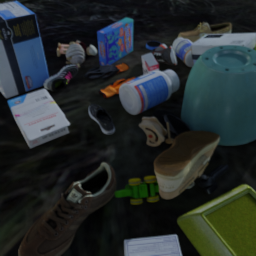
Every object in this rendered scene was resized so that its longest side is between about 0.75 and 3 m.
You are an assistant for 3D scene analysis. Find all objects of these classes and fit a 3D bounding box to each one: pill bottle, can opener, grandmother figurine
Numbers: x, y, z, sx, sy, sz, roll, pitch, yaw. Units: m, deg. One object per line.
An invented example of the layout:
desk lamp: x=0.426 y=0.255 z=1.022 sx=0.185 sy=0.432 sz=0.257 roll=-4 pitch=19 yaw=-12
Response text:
pill bottle: x=0.837 y=-1.390 z=10.304 sx=2.142 sy=1.202 sz=1.202 roll=-26 pitch=47 yaw=-27
can opener: x=2.395 y=1.357 z=7.851 sx=0.386 sy=0.479 sz=1.217 roll=-2 pitch=24 yaw=48
pill bottle: x=2.707 y=-3.572 z=13.026 sx=0.899 sy=0.899 sz=1.605 roll=-12 pitch=42 yaw=-13
grandmother figurine: x=-2.447 y=-3.780 z=13.581 sx=1.857 sy=0.562 sz=1.126 roll=4 pitch=69 yaw=0

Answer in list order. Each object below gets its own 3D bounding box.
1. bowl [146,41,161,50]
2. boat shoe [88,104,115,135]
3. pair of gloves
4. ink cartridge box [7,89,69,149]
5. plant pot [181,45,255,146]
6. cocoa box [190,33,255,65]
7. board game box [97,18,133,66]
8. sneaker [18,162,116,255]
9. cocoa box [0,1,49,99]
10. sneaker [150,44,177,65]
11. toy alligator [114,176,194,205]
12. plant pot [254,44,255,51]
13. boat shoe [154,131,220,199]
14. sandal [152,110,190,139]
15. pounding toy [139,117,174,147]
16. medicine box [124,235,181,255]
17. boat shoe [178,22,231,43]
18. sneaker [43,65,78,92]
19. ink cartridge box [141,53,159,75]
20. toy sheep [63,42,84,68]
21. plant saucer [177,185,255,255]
bowl: x=1.307 y=-4.219 z=14.323 sx=0.795 sy=0.156 sz=0.795 roll=0 pitch=42 yaw=0
boat shoe: x=-0.950 y=-0.445 z=9.705 sx=0.580 sy=0.550 sz=1.660 roll=-16 pitch=43 yaw=-18
pair of gloves: x=-0.577 y=-2.115 z=11.829 sx=2.097 sy=0.291 sz=2.353 roll=-22 pitch=45 yaw=-23
ink cartridge box: x=-2.909 y=-0.236 z=9.259 sx=1.365 sy=0.804 sz=2.370 roll=-24 pitch=46 yaw=-22
plant pot: x=3.197 y=-1.254 z=9.112 sx=2.886 sy=2.316 sz=2.886 roll=-4 pitch=40 yaw=4
cocoa box: x=3.936 y=-2.916 z=11.472 sx=2.235 sy=1.467 sz=1.491 roll=14 pitch=40 yaw=40
board game box: x=-0.541 y=-3.977 z=12.967 sx=0.470 sy=1.589 sz=2.089 roll=25 pitch=48 yaw=26
sneaker: x=-1.404 y=1.862 z=6.634 sx=1.025 sy=1.099 sz=2.910 roll=28 pitch=48 yaw=25
cocoa box: x=-4.508 y=-3.037 z=10.849 sx=1.921 sy=2.927 sz=1.952 roll=-26 pitch=47 yaw=-27
sneaker: x=1.520 y=-3.173 z=12.594 sx=0.906 sy=0.852 sz=2.211 roll=-19 pitch=22 yaw=-2
toy alligator: x=0.663 y=1.583 z=7.440 sx=2.109 sy=0.625 sz=0.572 roll=-7 pitch=0 yaw=-10
plant pot: x=5.445 y=-1.928 z=10.135 sx=1.808 sy=1.649 sz=1.817 roll=7 pitch=42 yaw=12
boat shoe: x=1.636 y=0.876 z=7.702 sx=1.061 sy=0.960 sz=2.976 roll=13 pitch=27 yaw=37
sandal: x=1.652 y=0.048 z=9.177 sx=0.908 sy=0.511 sz=2.388 roll=-21 pitch=45 yaw=-22
pounding toy: x=0.866 y=0.095 z=8.876 sx=0.707 sy=1.237 sz=0.710 roll=-20 pitch=31 yaw=40
medicine box: x=0.541 y=2.970 z=5.735 sx=1.152 sy=0.651 sz=1.265 roll=-4 pitch=42 yaw=-4
boat shoe: x=3.991 y=-4.994 z=14.593 sx=2.879 sy=0.956 sz=1.065 roll=-8 pitch=42 yaw=-9
sneaker: x=-2.595 y=-1.957 z=11.364 sx=1.594 sy=0.588 sz=0.697 roll=-38 pitch=55 yaw=-22
ink cartridge box: x=0.919 y=-2.357 z=11.414 sx=0.447 sy=1.071 sz=0.778 roll=-20 pitch=52 yaw=-7
toy sheep: x=-2.425 y=-3.311 z=12.756 sx=0.930 sy=0.930 sz=1.349 roll=-11 pitch=77 yaw=-12
plant saucer: x=2.730 y=2.412 z=6.445 sx=2.332 sy=0.559 sz=2.335 roll=-19 pitch=45 yaw=-21
